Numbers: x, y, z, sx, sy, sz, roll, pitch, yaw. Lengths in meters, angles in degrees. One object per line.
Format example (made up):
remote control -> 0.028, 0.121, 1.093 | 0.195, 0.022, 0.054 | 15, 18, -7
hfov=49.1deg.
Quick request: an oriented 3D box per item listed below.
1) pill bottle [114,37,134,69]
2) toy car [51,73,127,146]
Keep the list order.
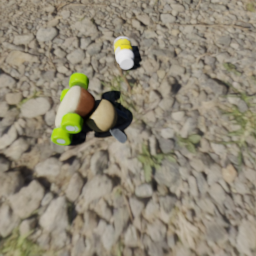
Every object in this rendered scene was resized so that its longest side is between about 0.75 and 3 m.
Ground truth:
pill bottle -> -0.165, -3.180, 11.995 | 0.776, 0.776, 1.394 | -7, 54, -5
toy car -> -1.155, -0.357, 9.845 | 2.480, 1.957, 2.037 | 19, 56, -23
